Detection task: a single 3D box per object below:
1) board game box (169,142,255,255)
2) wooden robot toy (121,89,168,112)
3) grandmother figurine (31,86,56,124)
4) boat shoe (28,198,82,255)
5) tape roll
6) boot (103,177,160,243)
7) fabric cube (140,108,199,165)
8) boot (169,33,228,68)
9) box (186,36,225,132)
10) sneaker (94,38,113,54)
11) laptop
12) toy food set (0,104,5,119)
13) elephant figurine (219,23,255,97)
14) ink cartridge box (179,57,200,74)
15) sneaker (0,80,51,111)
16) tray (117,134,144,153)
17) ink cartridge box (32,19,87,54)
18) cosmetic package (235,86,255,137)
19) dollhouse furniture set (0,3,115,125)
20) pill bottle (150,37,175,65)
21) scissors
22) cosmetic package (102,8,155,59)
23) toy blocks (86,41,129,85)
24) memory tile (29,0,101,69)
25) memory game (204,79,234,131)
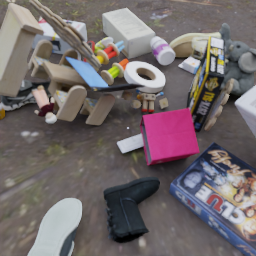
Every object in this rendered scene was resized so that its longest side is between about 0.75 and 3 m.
[{"bbox_3d":[2.562,1.678,6.489,2.668,0.462,1.807,36,58,28],"label":"board game box"},{"bbox_3d":[0.474,-0.846,8.809,1.504,0.663,0.682,4,6,-17],"label":"wooden robot toy"},{"bbox_3d":[-2.185,-0.546,7.318,0.630,0.315,1.039,-38,73,21],"label":"grandmother figurine"},{"bbox_3d":[-1.483,2.323,5.707,0.769,0.614,2.035,9,33,13],"label":"boat shoe"},{"bbox_3d":[0.568,-1.725,9.435,1.426,0.261,1.426,14,42,-13],"label":"tape roll"},{"bbox_3d":[0.160,1.826,6.318,1.468,0.543,1.203,-14,48,-6],"label":"boot"},{"bbox_3d":[0.984,0.256,7.056,1.146,1.128,1.150,-9,78,-4],"label":"fabric cube"},{"bbox_3d":[2.761,-2.576,10.118,2.373,0.855,1.835,-7,52,-2],"label":"boot"},{"bbox_3d":[2.156,-1.195,7.962,0.525,2.129,1.700,13,50,3],"label":"box"},{"bbox_3d":[-0.944,-3.120,10.366,0.882,0.334,0.463,-26,34,18],"label":"sneaker"},{"bbox_3d":[-0.568,-1.538,7.870,1.737,1.007,1.626,-6,6,15],"label":"laptop"},{"bbox_3d":[-4.968,-0.845,8.373,2.352,1.058,1.123,0,48,0],"label":"toy food set"},{"bbox_3d":[3.467,-2.038,8.746,1.371,1.938,1.503,26,15,39],"label":"elephant figurine"},{"bbox_3d":[2.313,-2.287,10.191,0.830,0.282,0.478,33,51,25],"label":"ink cartridge box"},{"bbox_3d":[-3.147,-1.195,8.839,1.858,0.841,0.617,-23,53,-20],"label":"sneaker"},{"bbox_3d":[0.169,0.383,7.769,0.884,0.098,0.474,-19,40,-13],"label":"tray"},{"bbox_3d":[-2.726,-3.650,11.110,1.835,0.760,1.338,13,49,12],"label":"ink cartridge box"},{"bbox_3d":[3.944,-0.153,6.414,1.674,2.013,1.684,-39,24,5],"label":"cosmetic package"},{"bbox_3d":[-2.002,-1.780,7.802,2.953,1.922,2.713,8,35,-44],"label":"dollhouse furniture set"},{"bbox_3d":[1.206,-2.833,10.199,0.626,0.626,1.115,-13,48,-11],"label":"pill bottle"},{"bbox_3d":[-1.369,-2.092,10.061,0.893,0.170,2.441,-27,64,27],"label":"scissors"},{"bbox_3d":[-0.020,-3.834,11.231,1.222,0.825,2.322,-20,51,-17],"label":"cosmetic package"},{"bbox_3d":[-0.468,-2.363,9.807,1.300,0.566,1.559,41,65,14],"label":"toy blocks"},{"bbox_3d":[-1.952,-2.981,8.855,0.218,1.987,2.593,-47,63,-2],"label":"memory tile"},{"bbox_3d":[2.519,-0.621,7.784,0.102,1.598,1.598,26,52,7],"label":"memory game"}]
